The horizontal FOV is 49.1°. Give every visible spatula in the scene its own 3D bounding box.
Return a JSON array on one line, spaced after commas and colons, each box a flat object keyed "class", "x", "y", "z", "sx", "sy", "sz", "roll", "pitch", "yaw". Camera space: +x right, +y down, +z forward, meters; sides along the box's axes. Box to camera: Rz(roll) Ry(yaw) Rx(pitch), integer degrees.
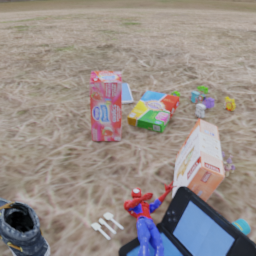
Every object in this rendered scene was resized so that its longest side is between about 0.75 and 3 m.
[{"class": "spatula", "x": -0.529, "y": 2.525, "z": 7.238, "sx": 0.595, "sy": 0.069, "sz": 0.856, "roll": -28, "pitch": 24, "yaw": -28}]

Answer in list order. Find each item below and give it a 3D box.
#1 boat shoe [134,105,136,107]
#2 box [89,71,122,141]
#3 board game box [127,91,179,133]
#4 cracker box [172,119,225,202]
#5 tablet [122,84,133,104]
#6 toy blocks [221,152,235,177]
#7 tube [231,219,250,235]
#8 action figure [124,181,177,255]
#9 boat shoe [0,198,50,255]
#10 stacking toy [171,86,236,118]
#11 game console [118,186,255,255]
[{"class": "boat shoe", "x": 0.744, "y": -0.815, "z": 13.130, "sx": 0.996, "sy": 0.362, "sz": 0.312, "roll": 9, "pitch": 72, "yaw": 7}, {"class": "box", "x": -0.846, "y": -0.832, "z": 10.847, "sx": 1.192, "sy": 2.496, "sz": 1.244, "roll": 0, "pitch": 30, "yaw": -3}, {"class": "board game box", "x": 1.144, "y": -0.773, "z": 12.381, "sx": 1.624, "sy": 0.428, "sz": 2.122, "roll": 14, "pitch": 46, "yaw": 23}, {"class": "cracker box", "x": 1.993, "y": 1.089, "z": 8.232, "sx": 0.732, "sy": 1.699, "sz": 2.537, "roll": 23, "pitch": 32, "yaw": -1}, {"class": "tablet", "x": -0.679, "y": -1.837, "z": 14.907, "sx": 1.633, "sy": 0.171, "sz": 2.509, "roll": -3, "pitch": 29, "yaw": -5}, {"class": "toy blocks", "x": 3.035, "y": 1.072, "z": 9.240, "sx": 0.979, "sy": 0.824, "sz": 0.915, "roll": -20, "pitch": 35, "yaw": -32}, {"class": "tube", "x": 2.314, "y": 2.740, "z": 6.902, "sx": 1.530, "sy": 0.385, "sz": 0.592, "roll": -19, "pitch": 33, "yaw": -21}, {"class": "action figure", "x": 0.659, "y": 2.141, "z": 6.605, "sx": 0.933, "sy": 1.415, "sz": 2.858, "roll": 28, "pitch": 16, "yaw": -24}, {"class": "boat shoe", "x": -2.905, "y": 2.186, "z": 6.918, "sx": 2.715, "sy": 1.232, "sz": 0.961, "roll": 23, "pitch": 37, "yaw": 34}, {"class": "stacking toy", "x": 3.582, "y": -1.336, "z": 13.712, "sx": 1.978, "sy": 0.616, "sz": 2.623, "roll": -13, "pitch": 31, "yaw": -24}, {"class": "game console", "x": 1.173, "y": 2.659, "z": 6.075, "sx": 1.372, "sy": 1.992, "sz": 2.312, "roll": 11, "pitch": 19, "yaw": -40}]
